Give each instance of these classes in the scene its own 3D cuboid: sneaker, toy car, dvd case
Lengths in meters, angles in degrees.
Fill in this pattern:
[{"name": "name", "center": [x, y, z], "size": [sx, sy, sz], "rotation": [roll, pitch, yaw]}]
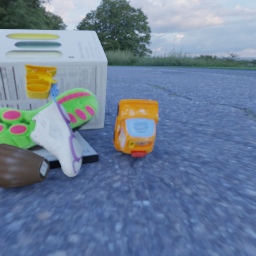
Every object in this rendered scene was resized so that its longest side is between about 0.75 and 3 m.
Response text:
[{"name": "sneaker", "center": [-2.047, 0.007, 6.380], "size": [2.875, 1.103, 1.205], "rotation": [-16, -16, -12]}, {"name": "sneaker", "center": [-1.347, 0.279, 5.215], "size": [0.776, 0.583, 1.558], "rotation": [-27, 60, 1]}, {"name": "toy car", "center": [-0.654, -0.051, 5.447], "size": [2.964, 1.454, 0.986], "rotation": [14, 43, -23]}, {"name": "dvd case", "center": [-1.619, 0.460, 6.352], "size": [1.404, 0.173, 1.967], "rotation": [-6, 16, -22]}]

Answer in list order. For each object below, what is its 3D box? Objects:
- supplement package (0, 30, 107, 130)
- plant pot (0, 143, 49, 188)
[{"name": "supplement package", "center": [-2.264, -1.398, 8.104], "size": [2.919, 2.199, 2.215], "rotation": [-4, 39, -14]}, {"name": "plant pot", "center": [-1.723, 0.640, 4.550], "size": [0.783, 0.732, 0.732], "rotation": [4, 16, 10]}]
